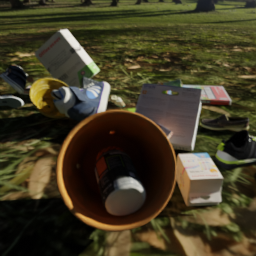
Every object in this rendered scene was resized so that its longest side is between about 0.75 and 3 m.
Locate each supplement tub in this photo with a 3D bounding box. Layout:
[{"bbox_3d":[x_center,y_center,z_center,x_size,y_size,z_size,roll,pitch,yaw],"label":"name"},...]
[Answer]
[{"bbox_3d":[-0.234,1.094,6.119,0.895,0.895,1.461,-6,33,-13],"label":"supplement tub"}]

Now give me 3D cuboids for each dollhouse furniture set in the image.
[{"bbox_3d":[1.765,-1.270,11.083,0.919,0.710,1.839,-7,-11,17],"label":"dollhouse furniture set"}]

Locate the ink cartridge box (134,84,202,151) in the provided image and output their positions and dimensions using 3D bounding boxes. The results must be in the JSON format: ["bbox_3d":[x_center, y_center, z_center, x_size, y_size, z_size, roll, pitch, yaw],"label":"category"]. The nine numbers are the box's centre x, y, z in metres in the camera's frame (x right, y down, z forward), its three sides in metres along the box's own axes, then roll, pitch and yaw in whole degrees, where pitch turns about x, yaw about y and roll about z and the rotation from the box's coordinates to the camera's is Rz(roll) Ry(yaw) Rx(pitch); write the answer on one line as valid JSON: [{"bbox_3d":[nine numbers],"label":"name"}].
[{"bbox_3d":[1.296,-0.418,9.568,2.157,0.476,2.197,9,64,18],"label":"ink cartridge box"}]

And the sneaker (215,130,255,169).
[{"bbox_3d":[3.619,0.524,8.362,2.352,0.974,0.843,-14,29,-26],"label":"sneaker"}]

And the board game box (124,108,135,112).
[{"bbox_3d":[0.741,-0.378,10.754,2.122,0.505,1.078,-7,27,-14],"label":"board game box"}]

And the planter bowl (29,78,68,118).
[{"bbox_3d":[-3.039,-1.002,11.073,1.826,0.760,1.826,16,53,-23],"label":"planter bowl"}]

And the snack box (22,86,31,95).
[{"bbox_3d":[-4.234,-1.804,13.976,1.973,0.240,0.709,6,27,13],"label":"snack box"}]

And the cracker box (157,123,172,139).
[{"bbox_3d":[0.938,0.326,8.869,0.553,0.238,0.825,34,76,29],"label":"cracker box"}]

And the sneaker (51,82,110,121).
[{"bbox_3d":[-1.881,-1.302,10.899,2.037,1.121,2.782,20,33,-14],"label":"sneaker"}]

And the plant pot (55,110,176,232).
[{"bbox_3d":[-0.289,0.880,6.229,2.365,2.365,1.656,-3,-5,-6],"label":"plant pot"}]

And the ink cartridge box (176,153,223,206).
[{"bbox_3d":[1.753,1.306,6.952,0.823,0.802,1.281,-2,26,-5],"label":"ink cartridge box"}]

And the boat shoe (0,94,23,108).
[{"bbox_3d":[-5.225,-1.262,12.562,1.419,0.502,0.644,6,28,14],"label":"boat shoe"}]

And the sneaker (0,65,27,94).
[{"bbox_3d":[-5.538,-2.495,13.787,1.029,1.016,2.591,-47,41,-8],"label":"sneaker"}]

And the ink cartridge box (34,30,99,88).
[{"bbox_3d":[-2.921,-3.154,13.506,1.818,2.499,1.050,-34,13,21],"label":"ink cartridge box"}]

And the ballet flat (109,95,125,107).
[{"bbox_3d":[-0.528,-1.251,12.732,0.371,0.344,1.053,-21,33,-35],"label":"ballet flat"}]

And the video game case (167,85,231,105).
[{"bbox_3d":[3.269,-1.641,13.630,2.964,0.259,2.119,3,26,6],"label":"video game case"}]

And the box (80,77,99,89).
[{"bbox_3d":[-1.577,-1.719,12.632,1.148,0.293,0.905,12,58,-31],"label":"box"}]

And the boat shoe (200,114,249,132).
[{"bbox_3d":[3.576,-0.236,10.394,1.735,0.562,0.635,3,26,6],"label":"boat shoe"}]
